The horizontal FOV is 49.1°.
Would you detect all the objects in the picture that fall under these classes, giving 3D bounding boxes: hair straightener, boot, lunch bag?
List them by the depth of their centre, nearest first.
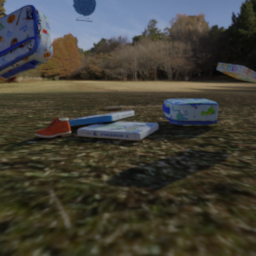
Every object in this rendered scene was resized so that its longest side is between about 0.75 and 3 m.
[{"bbox_3d":[-3.047,-2.248,7.624,2.144,1.718,0.810,-18,-22,21],"label":"lunch bag"},{"bbox_3d":[-2.135,-0.008,7.907,1.063,0.570,0.399,-10,15,-41],"label":"boot"},{"bbox_3d":[-4.518,-2.984,9.753,0.597,2.917,1.123,-24,-26,29],"label":"hair straightener"},{"bbox_3d":[2.249,-0.617,10.521,1.772,0.909,2.205,1,9,-3],"label":"lunch bag"}]

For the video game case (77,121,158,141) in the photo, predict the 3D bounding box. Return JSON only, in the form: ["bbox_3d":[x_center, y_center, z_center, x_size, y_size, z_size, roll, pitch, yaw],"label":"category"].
[{"bbox_3d":[-0.227,0.041,8.595,1.880,0.227,2.063,3,10,20],"label":"video game case"}]

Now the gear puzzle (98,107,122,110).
[{"bbox_3d":[-1.003,-1.050,15.643,1.322,0.173,0.685,-3,11,1],"label":"gear puzzle"}]

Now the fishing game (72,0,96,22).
[{"bbox_3d":[-1.583,-4.477,10.153,0.856,1.195,0.186,4,16,-2],"label":"fishing game"}]

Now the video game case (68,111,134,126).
[{"bbox_3d":[-0.961,-0.363,10.163,1.749,0.218,2.444,-5,5,19],"label":"video game case"}]

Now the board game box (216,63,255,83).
[{"bbox_3d":[3.772,-1.825,9.379,1.408,0.241,0.946,10,10,-38],"label":"board game box"}]
